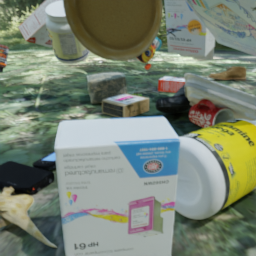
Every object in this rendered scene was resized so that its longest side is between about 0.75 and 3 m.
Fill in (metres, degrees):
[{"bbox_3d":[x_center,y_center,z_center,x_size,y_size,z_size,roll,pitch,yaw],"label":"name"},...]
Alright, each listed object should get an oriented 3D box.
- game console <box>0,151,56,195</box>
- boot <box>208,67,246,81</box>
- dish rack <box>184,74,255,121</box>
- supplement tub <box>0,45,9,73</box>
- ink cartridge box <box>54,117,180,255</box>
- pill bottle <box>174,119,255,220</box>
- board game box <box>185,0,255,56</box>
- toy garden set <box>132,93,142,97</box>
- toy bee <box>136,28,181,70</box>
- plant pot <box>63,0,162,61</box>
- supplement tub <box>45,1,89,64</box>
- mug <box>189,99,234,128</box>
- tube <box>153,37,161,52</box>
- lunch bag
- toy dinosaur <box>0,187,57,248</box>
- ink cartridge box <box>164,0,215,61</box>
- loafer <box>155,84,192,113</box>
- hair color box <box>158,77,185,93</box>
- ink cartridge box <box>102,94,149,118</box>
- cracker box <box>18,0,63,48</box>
[{"bbox_3d":[-1.903,0.791,6.060,1.232,0.252,2.089,9,21,24],"label":"game console"},{"bbox_3d":[5.947,-3.276,16.807,2.240,0.845,0.825,-1,21,0],"label":"boot"},{"bbox_3d":[2.832,-0.726,8.347,2.615,0.569,2.245,22,-1,13],"label":"dish rack"},{"bbox_3d":[-3.757,-2.020,8.187,0.414,0.774,0.414,9,2,0],"label":"supplement tub"},{"bbox_3d":[-0.132,0.865,3.482,1.329,1.839,0.779,-3,24,-7],"label":"ink cartridge box"},{"bbox_3d":[1.750,0.579,5.035,2.362,1.328,1.328,-15,24,-36],"label":"pill bottle"},{"bbox_3d":[2.089,-2.241,4.926,2.961,0.645,2.976,32,9,-40],"label":"board game box"},{"bbox_3d":[0.075,-1.452,12.539,0.824,0.197,0.989,7,21,20],"label":"toy garden set"},{"bbox_3d":[0.322,-2.397,8.515,2.233,1.214,1.462,18,30,34],"label":"toy bee"},{"bbox_3d":[-0.393,-3.039,7.123,2.682,2.682,0.368,7,36,20],"label":"plant pot"},{"bbox_3d":[-1.960,-3.092,9.132,1.229,1.695,1.229,-2,49,2],"label":"supplement tub"},{"bbox_3d":[2.435,-0.430,8.377,0.803,1.069,1.204,-16,21,-21],"label":"mug"},{"bbox_3d":[0.476,-3.360,10.151,0.517,0.795,2.052,-4,-10,37],"label":"tube"},{"bbox_3d":[-0.949,-1.814,12.037,1.582,1.134,1.929,-9,23,-6],"label":"lunch bag"},{"bbox_3d":[-1.841,1.281,4.250,0.909,0.523,1.798,-15,25,-37],"label":"toy dinosaur"},{"bbox_3d":[2.386,-3.753,10.695,1.623,2.819,0.956,18,47,32],"label":"ink cartridge box"},{"bbox_3d":[2.102,-1.121,10.142,2.787,0.978,0.946,-11,-4,-31],"label":"loafer"},{"bbox_3d":[2.578,-2.088,13.707,1.994,0.637,1.106,9,21,22],"label":"hair color box"},{"bbox_3d":[-0.091,-0.814,10.233,1.145,0.522,1.389,18,27,38],"label":"ink cartridge box"},{"bbox_3d":[-2.643,-4.008,10.318,2.336,0.674,1.565,-32,-4,21],"label":"cracker box"}]
